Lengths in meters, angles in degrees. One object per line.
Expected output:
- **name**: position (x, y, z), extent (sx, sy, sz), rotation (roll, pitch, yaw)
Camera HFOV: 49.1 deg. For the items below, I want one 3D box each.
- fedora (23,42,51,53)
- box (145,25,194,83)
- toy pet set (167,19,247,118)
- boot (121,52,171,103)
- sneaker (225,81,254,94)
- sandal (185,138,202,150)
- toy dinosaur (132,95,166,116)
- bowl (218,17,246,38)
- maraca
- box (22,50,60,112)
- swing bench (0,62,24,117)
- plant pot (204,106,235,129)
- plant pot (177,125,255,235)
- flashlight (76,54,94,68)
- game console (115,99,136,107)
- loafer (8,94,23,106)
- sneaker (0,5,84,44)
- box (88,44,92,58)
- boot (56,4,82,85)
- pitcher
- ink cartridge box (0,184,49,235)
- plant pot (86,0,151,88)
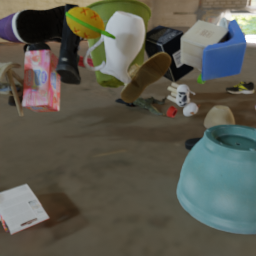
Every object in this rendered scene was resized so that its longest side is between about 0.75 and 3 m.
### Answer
- **fedora**: position (-3.609, -3.173, 11.424), extent (0.556, 1.217, 1.217), rotation (-38, -1, 36)
- **box**: position (1.663, -3.211, 12.065), extent (1.150, 1.856, 1.825), rotation (-35, 37, -9)
- **toy pet set**: position (2.451, -1.646, 7.822), extent (1.493, 2.625, 2.811), rotation (30, 64, 28)
- **boot**: position (0.532, -1.836, 9.152), extent (0.717, 1.969, 1.530), rotation (36, 25, -17)
- **sneaker**: position (6.462, -2.357, 16.186), extent (1.634, 0.692, 0.609), rotation (-1, 22, -1)
- **sandal**: position (3.015, 0.622, 9.476), extent (2.133, 0.510, 0.802), rotation (-3, 20, 27)
- **toy dinosaur**: position (1.046, -1.202, 13.564), extent (1.304, 0.702, 2.958), rotation (-18, 35, -36)
- **bowl**: position (4.405, -3.619, 12.075), extent (0.974, 2.168, 2.168), rotation (4, 23, 5)
- **maraca**: position (-0.826, -2.273, 6.252), extent (1.182, 0.632, 0.810), rotation (22, 23, -16)
- **box**: position (-2.883, -1.544, 9.435), extent (0.891, 1.882, 0.966), rotation (-2, -10, 9)
- **swing bench**: position (-4.402, -1.428, 9.102), extent (1.865, 1.875, 1.216), rotation (5, 55, 8)
- **plant pot**: position (3.766, -0.450, 11.473), extent (1.224, 0.822, 1.224), rotation (0, 22, 0)
- **plant pot**: position (2.585, 0.974, 6.858), extent (2.631, 1.763, 2.631), rotation (1, 22, 0)
- **flashlight**: position (-1.590, -2.825, 12.361), extent (2.515, 0.851, 0.854), rotation (11, 45, -23)
- **game console**: position (-0.044, -1.327, 14.434), extent (1.286, 0.155, 0.759), rotation (17, 28, 31)
- **loafer**: position (-5.301, -1.644, 14.514), extent (0.678, 0.663, 1.858), rotation (19, 29, 37)
- **sneaker**: position (-2.604, -3.136, 8.586), extent (1.308, 1.131, 2.987), rotation (7, 18, 30)
- **box**: position (-0.753, -3.708, 13.652), extent (2.065, 1.320, 1.125), rotation (-17, 52, 2)
- **boot**: position (-1.646, -2.378, 8.252), extent (0.633, 1.929, 1.590), rotation (4, -8, -6)
- **pitcher**: position (-0.404, -2.336, 7.950), extent (1.543, 1.798, 1.090), rotation (11, 28, -11)
- **ink cartridge box**: position (-2.454, 1.918, 6.381), extent (0.845, 0.390, 1.551), rotation (-16, 29, -33)
- **plant pot**: position (-0.408, -3.057, 10.966), extent (2.858, 2.714, 2.858), rotation (-4, -4, 0)
